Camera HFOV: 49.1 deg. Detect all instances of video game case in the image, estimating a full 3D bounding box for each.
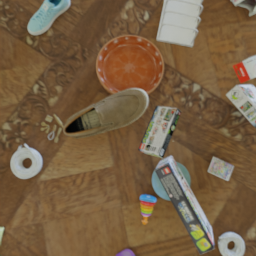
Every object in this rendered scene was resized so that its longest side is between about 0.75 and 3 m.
[{"bbox_3d":[3.458,1.532,10.466,0.857,0.077,0.614,25,81,-5],"label":"video game case"}]

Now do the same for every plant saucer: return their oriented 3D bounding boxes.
[{"bbox_3d":[1.615,2.000,10.645,1.464,0.282,1.464,0,83,0],"label":"plant saucer"},{"bbox_3d":[0.068,-2.383,11.107,2.660,0.429,2.660,1,77,-3],"label":"plant saucer"}]

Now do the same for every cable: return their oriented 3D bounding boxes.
[{"bbox_3d":[3.784,4.340,10.297,0.934,0.323,0.934,-14,83,-4],"label":"cable"},{"bbox_3d":[-3.878,1.344,10.679,1.163,0.403,1.163,38,84,3],"label":"cable"}]

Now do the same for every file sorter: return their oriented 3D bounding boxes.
[{"bbox_3d":[2.119,-4.601,11.035,1.515,1.359,2.183,11,82,1],"label":"file sorter"}]

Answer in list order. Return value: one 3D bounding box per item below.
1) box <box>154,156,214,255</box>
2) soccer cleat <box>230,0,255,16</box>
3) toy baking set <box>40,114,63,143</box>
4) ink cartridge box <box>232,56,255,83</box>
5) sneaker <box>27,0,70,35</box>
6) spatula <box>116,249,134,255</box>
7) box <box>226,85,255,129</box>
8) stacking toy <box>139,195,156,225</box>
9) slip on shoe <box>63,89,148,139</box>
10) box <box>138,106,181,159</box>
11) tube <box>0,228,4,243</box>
[{"bbox_3d":[1.832,2.357,9.049,0.494,1.566,2.845,-29,86,13],"label":"box"},{"bbox_3d":[4.427,-5.732,11.380,2.784,0.973,1.202,42,84,5],"label":"soccer cleat"},{"bbox_3d":[-2.946,0.016,11.016,0.827,0.125,1.078,-41,84,-2],"label":"toy baking set"},{"bbox_3d":[4.876,-2.365,11.283,1.021,0.291,0.830,-21,83,-7],"label":"ink cartridge box"},{"bbox_3d":[-3.305,-4.730,11.278,0.810,0.898,2.191,40,84,6],"label":"sneaker"},{"bbox_3d":[-0.740,5.214,10.220,2.261,0.232,0.639,-31,82,-4],"label":"spatula"},{"bbox_3d":[4.396,-0.808,9.746,0.478,2.756,1.517,-45,73,30],"label":"box"},{"bbox_3d":[0.683,3.075,10.414,0.619,0.585,1.066,8,93,9],"label":"stacking toy"},{"bbox_3d":[-0.759,-0.426,9.070,2.966,0.899,1.128,-18,92,12],"label":"slip on shoe"},{"bbox_3d":[0.945,0.093,8.450,0.840,0.265,1.527,12,74,45],"label":"box"},{"bbox_3d":[-4.939,4.406,10.299,0.375,0.419,1.443,-6,76,38],"label":"tube"}]
